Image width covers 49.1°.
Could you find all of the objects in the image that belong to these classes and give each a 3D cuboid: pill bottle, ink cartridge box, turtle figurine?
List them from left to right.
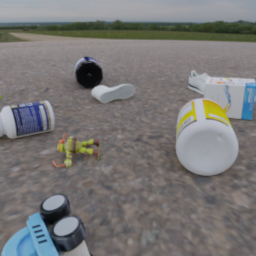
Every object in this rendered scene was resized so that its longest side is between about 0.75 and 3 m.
[{"bbox_3d":[-3.454,-0.241,9.086,1.877,1.043,1.043,-13,25,-30],"label":"pill bottle"},{"bbox_3d":[-1.433,0.508,7.831,1.256,0.502,1.557,0,30,-5],"label":"turtle figurine"},{"bbox_3d":[-2.317,-3.252,16.038,1.507,1.507,2.694,-4,22,-10],"label":"pill bottle"},{"bbox_3d":[2.078,0.073,7.759,1.458,1.458,2.669,4,22,10],"label":"pill bottle"},{"bbox_3d":[3.981,-1.218,11.140,1.842,1.333,1.356,6,23,18],"label":"ink cartridge box"}]

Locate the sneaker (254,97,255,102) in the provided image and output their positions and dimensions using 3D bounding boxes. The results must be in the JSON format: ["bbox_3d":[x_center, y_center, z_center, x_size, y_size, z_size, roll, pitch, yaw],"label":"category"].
[{"bbox_3d":[5.358,-1.504,12.588,0.832,0.806,2.277,7,23,18],"label":"sneaker"}]

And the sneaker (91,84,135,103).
[{"bbox_3d":[-0.743,-1.773,13.302,2.000,0.737,1.156,-16,30,-31],"label":"sneaker"}]

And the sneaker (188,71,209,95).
[{"bbox_3d":[3.954,-2.279,14.393,0.892,0.939,2.334,-11,26,-30],"label":"sneaker"}]

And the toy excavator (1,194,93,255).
[{"bbox_3d":[-1.375,2.057,3.770,1.941,0.970,1.888,-24,28,-22],"label":"toy excavator"}]

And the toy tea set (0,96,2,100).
[{"bbox_3d":[-4.452,-0.079,8.678,0.824,1.324,2.227,24,36,-4],"label":"toy tea set"}]
